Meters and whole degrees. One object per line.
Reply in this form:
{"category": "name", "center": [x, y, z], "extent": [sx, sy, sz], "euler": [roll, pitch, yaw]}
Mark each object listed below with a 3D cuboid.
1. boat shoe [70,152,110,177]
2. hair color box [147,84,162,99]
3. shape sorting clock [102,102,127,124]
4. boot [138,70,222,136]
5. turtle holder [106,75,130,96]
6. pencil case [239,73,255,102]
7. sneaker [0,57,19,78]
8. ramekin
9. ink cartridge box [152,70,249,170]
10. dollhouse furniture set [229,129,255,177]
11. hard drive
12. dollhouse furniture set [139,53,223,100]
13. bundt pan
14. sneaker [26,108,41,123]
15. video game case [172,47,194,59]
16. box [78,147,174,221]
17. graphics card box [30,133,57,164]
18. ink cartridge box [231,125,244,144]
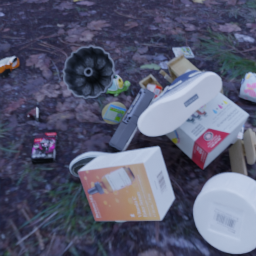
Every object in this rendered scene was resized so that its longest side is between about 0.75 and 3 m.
{"category": "boat shoe", "center": [-0.834, 1.264, 8.685], "extent": [2.361, 0.851, 0.837], "euler": [-9, 25, 18]}
{"category": "hair color box", "center": [0.916, -1.349, 10.336], "extent": [0.269, 0.446, 0.878], "euler": [17, 7, -17]}
{"category": "shape sorting clock", "center": [-0.430, -0.456, 8.782], "extent": [0.789, 0.789, 0.155], "euler": [-8, 39, -8]}
{"category": "boot", "center": [1.285, -0.739, 7.921], "extent": [2.600, 0.946, 1.174], "euler": [-31, 25, -7]}
{"category": "turtle holder", "center": [-0.556, -1.908, 12.473], "extent": [1.081, 0.768, 0.821], "euler": [32, 52, 29]}
{"category": "pencil case", "center": [5.999, -1.472, 11.806], "extent": [2.475, 1.029, 1.123], "euler": [24, 81, 22]}
{"category": "sneaker", "center": [-6.119, -2.971, 13.765], "extent": [0.761, 0.627, 1.655], "euler": [6, 37, 16]}
{"category": "ramekin", "center": [2.638, 2.218, 7.223], "extent": [1.926, 1.926, 0.939], "euler": [30, 24, 27]}
{"category": "ink cartridge box", "center": [2.257, -0.272, 9.349], "extent": [1.804, 1.796, 2.483], "euler": [-41, 66, -9]}
{"category": "dollhouse furniture set", "center": [4.580, 1.021, 9.057], "extent": [1.788, 1.700, 1.456], "euler": [15, 49, -6]}
{"category": "hard drive", "center": [0.070, -0.111, 8.929], "extent": [0.513, 2.709, 1.893], "euler": [30, 82, 1]}
{"category": "dollhouse furniture set", "center": [2.207, -1.325, 11.832], "extent": [2.418, 1.520, 2.734], "euler": [-34, 50, 2]}
{"category": "bundt pan", "center": [-1.327, -1.932, 10.141], "extent": [1.927, 0.723, 1.927], "euler": [-1, 85, 12]}
{"category": "sneaker", "center": [-3.851, -0.449, 11.340], "extent": [0.524, 0.343, 0.906], "euler": [-16, 36, -9]}
{"category": "video game case", "center": [2.966, -4.048, 15.133], "extent": [0.934, 0.113, 1.024], "euler": [-4, 44, -4]}
{"category": "box", "center": [-0.041, 1.462, 7.161], "extent": [1.956, 1.489, 1.040], "euler": [-13, 11, 30]}
{"category": "graphics card box", "center": [-3.009, 0.726, 10.104], "extent": [0.785, 0.318, 1.251], "euler": [-3, 45, -3]}
{"category": "ink cartridge box", "center": [4.007, 0.177, 10.629], "extent": [0.624, 0.363, 0.863], "euler": [15, 46, 15]}
